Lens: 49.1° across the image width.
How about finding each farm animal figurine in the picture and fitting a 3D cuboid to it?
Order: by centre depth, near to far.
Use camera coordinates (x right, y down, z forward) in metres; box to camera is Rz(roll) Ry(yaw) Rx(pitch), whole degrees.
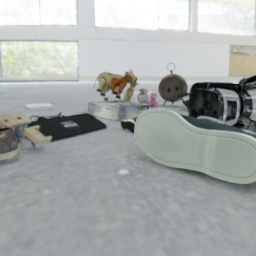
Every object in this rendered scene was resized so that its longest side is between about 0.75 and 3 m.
[{"bbox_3d":[0.066,-1.857,12.939,2.725,1.370,2.201,23,-14,-37],"label":"farm animal figurine"}]

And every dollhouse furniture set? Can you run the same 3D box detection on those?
[{"bbox_3d":[-2.580,0.288,6.674,1.097,0.773,0.769,36,25,17],"label":"dollhouse furniture set"}]

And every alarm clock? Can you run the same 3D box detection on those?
[{"bbox_3d":[2.322,-2.312,14.758,1.498,2.221,0.739,-5,3,20],"label":"alarm clock"}]

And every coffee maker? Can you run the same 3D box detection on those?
[{"bbox_3d":[3.324,-0.659,9.255,2.580,1.738,2.478,-2,-11,-18],"label":"coffee maker"}]

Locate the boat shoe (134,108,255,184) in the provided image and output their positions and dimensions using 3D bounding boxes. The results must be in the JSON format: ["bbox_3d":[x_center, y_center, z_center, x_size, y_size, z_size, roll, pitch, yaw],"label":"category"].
[{"bbox_3d":[1.319,0.314,5.369,0.883,1.107,2.928,3,15,-42],"label":"boat shoe"}]

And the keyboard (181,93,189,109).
[{"bbox_3d":[3.082,-1.335,13.811,1.117,0.181,1.758,46,31,15],"label":"keyboard"}]

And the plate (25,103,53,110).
[{"bbox_3d":[-4.486,-1.062,14.068,1.196,0.193,1.193,-6,14,-27],"label":"plate"}]

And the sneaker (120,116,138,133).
[{"bbox_3d":[0.247,-0.104,8.878,0.628,0.435,1.040,-16,16,-24],"label":"sneaker"}]

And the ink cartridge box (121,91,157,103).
[{"bbox_3d":[0.568,-1.603,15.358,1.743,0.749,1.277,-5,13,-18],"label":"ink cartridge box"}]

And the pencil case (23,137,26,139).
[{"bbox_3d":[-3.056,0.072,8.151,0.346,0.331,0.800,31,-4,-29],"label":"pencil case"}]

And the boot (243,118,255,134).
[{"bbox_3d":[2.397,0.206,5.890,0.479,0.904,1.373,13,10,-11],"label":"boot"}]

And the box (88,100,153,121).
[{"bbox_3d":[-0.353,-0.757,11.688,1.759,0.537,2.221,-10,15,-39],"label":"box"}]

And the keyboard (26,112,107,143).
[{"bbox_3d":[-1.942,0.025,8.627,1.351,0.515,2.597,34,27,28],"label":"keyboard"}]

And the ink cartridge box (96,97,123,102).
[{"bbox_3d":[-0.922,-1.260,13.882,1.135,0.478,0.820,4,-1,22],"label":"ink cartridge box"}]

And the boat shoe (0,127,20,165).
[{"bbox_3d":[-3.375,0.339,5.645,2.211,0.811,0.824,-5,13,-23],"label":"boat shoe"}]
